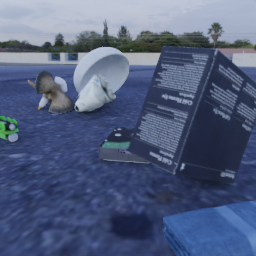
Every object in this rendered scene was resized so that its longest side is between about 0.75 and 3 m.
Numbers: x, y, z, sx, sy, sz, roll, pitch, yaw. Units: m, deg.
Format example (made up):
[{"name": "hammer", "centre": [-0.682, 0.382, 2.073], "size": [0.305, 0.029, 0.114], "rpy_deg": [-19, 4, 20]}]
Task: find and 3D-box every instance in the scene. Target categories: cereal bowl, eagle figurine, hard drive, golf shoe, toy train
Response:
[{"name": "cereal bowl", "centre": [-1.216, -2.338, 11.654], "size": [2.477, 2.477, 1.032], "rpy_deg": [-14, 55, -42]}, {"name": "eagle figurine", "centre": [-2.859, -1.279, 10.401], "size": [1.515, 1.507, 1.997], "rpy_deg": [4, 1, -28]}, {"name": "hard drive", "centre": [0.094, 0.330, 6.098], "size": [1.097, 0.297, 1.570], "rpy_deg": [3, 15, 10]}, {"name": "golf shoe", "centre": [-1.350, -1.166, 10.060], "size": [1.415, 1.139, 2.910], "rpy_deg": [-33, 8, -2]}, {"name": "toy train", "centre": [-3.259, -0.031, 6.946], "size": [1.928, 0.544, 0.402], "rpy_deg": [12, 24, 43]}]

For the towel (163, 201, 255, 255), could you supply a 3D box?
[{"name": "towel", "centre": [1.099, 1.150, 3.015], "size": [1.341, 0.325, 0.749], "rpy_deg": [-3, 16, -17]}]

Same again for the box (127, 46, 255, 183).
[{"name": "box", "centre": [1.075, -0.119, 4.165], "size": [1.735, 1.580, 0.903], "rpy_deg": [18, 2, -44]}]
